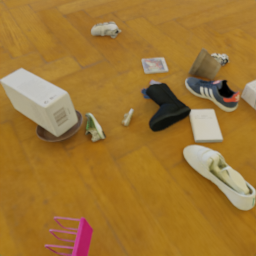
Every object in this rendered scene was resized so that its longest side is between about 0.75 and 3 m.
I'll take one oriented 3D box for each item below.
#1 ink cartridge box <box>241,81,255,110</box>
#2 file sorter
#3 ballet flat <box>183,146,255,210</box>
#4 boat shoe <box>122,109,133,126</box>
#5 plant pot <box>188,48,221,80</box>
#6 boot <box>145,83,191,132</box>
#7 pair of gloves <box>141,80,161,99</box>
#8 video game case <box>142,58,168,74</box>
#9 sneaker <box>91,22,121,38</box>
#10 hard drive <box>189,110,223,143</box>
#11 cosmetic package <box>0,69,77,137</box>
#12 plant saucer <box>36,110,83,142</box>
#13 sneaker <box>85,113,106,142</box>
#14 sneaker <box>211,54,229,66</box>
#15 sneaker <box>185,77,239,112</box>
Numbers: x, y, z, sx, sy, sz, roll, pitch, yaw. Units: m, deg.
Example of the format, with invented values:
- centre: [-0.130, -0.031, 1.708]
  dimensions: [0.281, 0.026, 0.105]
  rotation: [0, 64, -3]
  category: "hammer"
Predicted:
- centre: [5.766, -1.168, 11.320]
  dimensions: [1.302, 0.758, 1.800]
  rotation: [-23, 54, -18]
  category: "ink cartridge box"
- centre: [-1.642, 3.257, 7.407]
  dimensions: [0.952, 1.055, 1.517]
  rotation: [2, 54, 11]
  category: "file sorter"
- centre: [2.992, 1.367, 9.122]
  dimensions: [0.993, 0.993, 2.861]
  rotation: [-29, 56, -22]
  category: "ballet flat"
- centre: [-0.012, -0.444, 11.017]
  dimensions: [0.280, 0.306, 0.818]
  rotation: [19, 54, 6]
  category: "boat shoe"
- centre: [3.462, -2.736, 12.461]
  dimensions: [1.088, 1.254, 1.254]
  rotation: [29, 54, 2]
  category: "plant pot"
- centre: [1.189, -0.868, 10.891]
  dimensions: [2.102, 0.803, 1.767]
  rotation: [-23, 59, -32]
  category: "boot"
- centre: [1.114, -1.595, 12.056]
  dimensions: [0.913, 0.129, 1.136]
  rotation: [32, 63, 17]
  category: "pair of gloves"
- centre: [1.249, -2.938, 13.200]
  dimensions: [1.081, 0.124, 0.985]
  rotation: [-6, 50, -5]
  category: "video game case"
- centre: [-1.138, -5.076, 14.672]
  dimensions: [1.502, 0.564, 0.863]
  rotation: [-24, 52, -23]
  category: "sneaker"
- centre: [2.960, -0.095, 10.798]
  dimensions: [0.996, 0.198, 1.510]
  rotation: [-1, 51, -1]
  category: "hard drive"
- centre: [-3.327, -1.000, 10.419]
  dimensions: [2.923, 1.486, 1.082]
  rotation: [30, 57, 32]
  category: "cosmetic package"
- centre: [-2.533, -0.043, 10.522]
  dimensions: [1.784, 0.326, 1.784]
  rotation: [-7, 43, 7]
  category: "plant saucer"
- centre: [-1.409, -0.021, 10.586]
  dimensions: [0.629, 0.546, 1.420]
  rotation: [-32, 52, -8]
  category: "sneaker"
- centre: [4.324, -3.191, 13.234]
  dimensions: [0.952, 0.380, 0.620]
  rotation: [2, 41, -12]
  category: "sneaker"
- centre: [3.499, -1.688, 11.582]
  dimensions: [2.423, 1.024, 0.908]
  rotation: [33, 58, 25]
  category: "sneaker"
